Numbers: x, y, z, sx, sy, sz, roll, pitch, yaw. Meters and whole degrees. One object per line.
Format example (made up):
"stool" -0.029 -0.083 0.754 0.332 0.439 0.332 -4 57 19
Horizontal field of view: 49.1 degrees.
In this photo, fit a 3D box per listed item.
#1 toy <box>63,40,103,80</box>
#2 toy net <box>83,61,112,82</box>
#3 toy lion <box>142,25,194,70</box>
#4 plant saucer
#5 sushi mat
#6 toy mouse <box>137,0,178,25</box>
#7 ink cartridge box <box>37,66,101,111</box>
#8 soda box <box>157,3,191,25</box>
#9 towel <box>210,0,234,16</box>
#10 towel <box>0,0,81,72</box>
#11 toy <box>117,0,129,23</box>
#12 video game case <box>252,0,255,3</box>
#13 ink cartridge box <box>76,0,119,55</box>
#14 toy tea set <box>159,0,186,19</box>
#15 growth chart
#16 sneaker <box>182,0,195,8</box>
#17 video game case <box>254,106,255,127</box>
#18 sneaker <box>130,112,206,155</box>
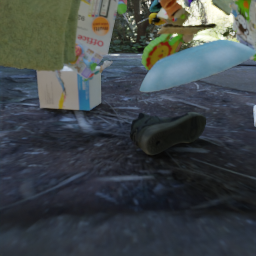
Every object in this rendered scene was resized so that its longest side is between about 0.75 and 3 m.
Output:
"toy" -1.056 -1.465 5.622 0.994 0.572 0.235 34 -1 15
"toy net" -0.851 -1.592 7.659 0.932 0.180 0.489 -34 1 20
"toy lion" 1.394 -3.037 10.732 1.778 1.855 0.637 -8 50 -40
"plant saucer" 1.194 -1.259 5.280 2.195 0.423 2.195 -19 14 5
"sushi mat" 1.372 -2.486 7.074 1.129 0.143 2.361 2 15 2
"toy mouse" 1.489 -4.773 11.085 1.890 0.366 1.680 -3 -22 -22
"ink cartridge box" -2.163 -1.541 10.532 1.982 1.434 1.459 3 18 11
"soda box" 1.481 -3.754 9.313 0.553 0.586 1.729 32 18 -19
"towel" 2.846 -3.757 8.388 0.770 0.572 0.141 30 -15 -13
"towel" -1.965 -1.886 3.541 2.966 2.201 0.541 -3 22 -34
"toy" -0.371 -4.910 10.696 0.480 1.172 2.035 -32 41 16
"video game case" 2.275 -3.368 6.278 1.425 0.163 1.297 2 48 -42
"ink cartridge box" -1.233 -3.183 7.161 1.708 2.320 1.678 10 12 -18
"toy tea set" 1.364 -3.258 7.015 1.231 0.766 2.071 -35 -5 17
"growth chart" 3.182 -2.878 7.534 1.572 2.172 0.193 -3 0 -41
"sneaker" 2.110 -4.397 9.484 0.497 0.348 1.000 -9 41 8
"video game case" 4.839 -0.336 8.847 1.565 0.197 2.186 7 19 21
"sneaker" 0.916 -0.042 6.923 2.107 0.806 1.207 -18 31 -30
